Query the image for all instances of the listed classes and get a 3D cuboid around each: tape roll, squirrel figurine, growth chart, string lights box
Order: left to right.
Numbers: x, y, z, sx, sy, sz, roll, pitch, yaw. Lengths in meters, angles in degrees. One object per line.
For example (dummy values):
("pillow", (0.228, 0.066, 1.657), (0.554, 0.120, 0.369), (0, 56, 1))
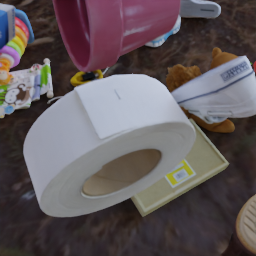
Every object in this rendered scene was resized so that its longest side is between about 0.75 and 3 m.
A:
("string lights box", (-3.323, -1.788, 5.390), (1.329, 0.762, 2.586), (13, 38, -3))
("growth chart", (-3.853, -1.224, 9.053), (2.976, 0.264, 2.153), (-16, 54, -11))
("tape roll", (-0.262, 0.394, 4.588), (2.669, 2.669, 0.934), (-20, 61, -15))
("squirrel figurine", (2.139, -1.100, 7.684), (2.182, 2.036, 1.544), (3, 51, -6))

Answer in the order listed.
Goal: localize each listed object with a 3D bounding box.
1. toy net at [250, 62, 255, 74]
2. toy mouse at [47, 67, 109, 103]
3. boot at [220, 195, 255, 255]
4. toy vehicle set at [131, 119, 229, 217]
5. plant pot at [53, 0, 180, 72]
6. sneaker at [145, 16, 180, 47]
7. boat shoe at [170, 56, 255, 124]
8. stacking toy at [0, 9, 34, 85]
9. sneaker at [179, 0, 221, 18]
("toy net", (3.010, -0.831, 5.925), (1.097, 0.404, 2.092), (-53, 43, -6))
("toy mouse", (-0.998, -0.875, 8.588), (2.649, 0.513, 2.354), (-26, 55, -19))
("boot", (1.730, 1.597, 3.793), (2.101, 1.748, 0.760), (-4, 44, -40))
("toy vehicle set", (1.044, 0.907, 7.142), (2.572, 0.341, 1.598), (-24, 62, -18))
("plant pot", (-0.266, -3.086, 7.056), (2.604, 2.910, 2.910), (-18, 53, -21))
("sneaker", (1.422, -4.095, 10.878), (0.866, 1.001, 2.309), (24, 54, 20))
("boat shoe", (1.330, -0.461, 4.676), (0.929, 2.525, 0.825), (-29, 93, 1))
("stacking toy", (-4.199, -2.593, 9.510), (1.622, 1.534, 2.796), (-6, 60, -3))
("sneaker", (2.840, -5.041, 11.895), (2.194, 0.801, 0.777), (22, 27, 20))
